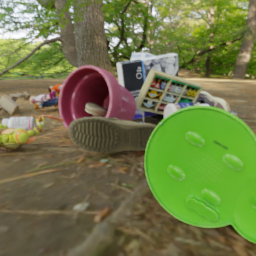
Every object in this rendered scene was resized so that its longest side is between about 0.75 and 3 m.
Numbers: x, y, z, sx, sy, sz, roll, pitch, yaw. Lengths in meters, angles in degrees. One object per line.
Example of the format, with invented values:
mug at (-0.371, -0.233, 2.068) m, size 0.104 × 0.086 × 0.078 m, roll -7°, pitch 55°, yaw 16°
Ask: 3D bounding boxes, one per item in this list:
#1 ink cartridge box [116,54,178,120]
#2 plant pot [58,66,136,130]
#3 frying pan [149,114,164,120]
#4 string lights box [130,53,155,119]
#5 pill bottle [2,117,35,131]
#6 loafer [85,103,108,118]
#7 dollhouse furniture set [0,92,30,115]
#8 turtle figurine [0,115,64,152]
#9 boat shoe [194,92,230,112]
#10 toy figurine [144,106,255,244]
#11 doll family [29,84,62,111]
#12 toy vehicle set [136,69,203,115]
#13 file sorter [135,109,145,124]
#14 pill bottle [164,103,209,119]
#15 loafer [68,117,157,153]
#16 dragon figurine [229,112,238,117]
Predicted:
ink cartridge box at (0.903, -1.596, 11.493) m, size 2.488 × 2.511 × 0.545 m, roll -14°, pitch 23°, yaw -17°
plant pot at (-0.872, -0.797, 9.790) m, size 2.328 × 2.328 × 2.084 m, roll 9°, pitch 1°, yaw 34°
frying pan at (0.921, -0.973, 12.159) m, size 2.829 × 1.711 × 0.461 m, roll -25°, pitch 23°, yaw -9°
string lights box at (0.407, -1.938, 12.730) m, size 0.828 × 2.807 × 1.442 m, roll 14°, pitch 7°, yaw -26°
pill bottle at (-3.872, -0.090, 9.914) m, size 1.016 × 0.576 × 0.576 m, roll -2°, pitch 13°, yaw -8°
loafer at (-0.964, -0.441, 9.842) m, size 0.609 × 0.549 × 1.608 m, roll 32°, pitch 7°, yaw 31°
dollhouse furniture set at (-5.726, -1.150, 14.380) m, size 0.887 × 1.038 × 2.003 m, roll 41°, pitch 17°, yaw 1°
turtle figurine at (-3.311, 0.210, 8.015) m, size 2.126 × 0.849 × 2.636 m, roll 1°, pitch 18°, yaw 41°
boat shoe at (3.473, -1.012, 12.958) m, size 0.931 × 1.033 × 2.873 m, roll -16°, pitch 22°, yaw -15°
toy figurine at (1.833, 0.692, 4.950) m, size 2.425 × 1.821 × 2.232 m, roll 32°, pitch 18°, yaw 26°
doll family at (-4.011, -1.429, 14.628) m, size 1.670 × 1.212 × 2.691 m, roll -10°, pitch 20°, yaw 24°
toy vehicle set at (1.671, -1.300, 11.356) m, size 2.581 × 1.603 × 0.342 m, roll 8°, pitch 29°, yaw -32°
file sorter at (0.281, -0.341, 10.920) m, size 0.705 × 0.632 × 1.015 m, roll 1°, pitch 13°, yaw 5°
pill bottle at (2.302, -0.483, 10.751) m, size 1.676 × 0.970 × 0.970 m, roll -5°, pitch 14°, yaw -20°
loafer at (-0.343, 0.209, 7.539) m, size 2.480 × 0.943 × 0.836 m, roll 7°, pitch 2°, yaw -8°
dragon figurine at (3.536, -0.303, 10.856) m, size 1.971 × 0.580 × 0.980 m, roll -4°, pitch 14°, yaw -19°
